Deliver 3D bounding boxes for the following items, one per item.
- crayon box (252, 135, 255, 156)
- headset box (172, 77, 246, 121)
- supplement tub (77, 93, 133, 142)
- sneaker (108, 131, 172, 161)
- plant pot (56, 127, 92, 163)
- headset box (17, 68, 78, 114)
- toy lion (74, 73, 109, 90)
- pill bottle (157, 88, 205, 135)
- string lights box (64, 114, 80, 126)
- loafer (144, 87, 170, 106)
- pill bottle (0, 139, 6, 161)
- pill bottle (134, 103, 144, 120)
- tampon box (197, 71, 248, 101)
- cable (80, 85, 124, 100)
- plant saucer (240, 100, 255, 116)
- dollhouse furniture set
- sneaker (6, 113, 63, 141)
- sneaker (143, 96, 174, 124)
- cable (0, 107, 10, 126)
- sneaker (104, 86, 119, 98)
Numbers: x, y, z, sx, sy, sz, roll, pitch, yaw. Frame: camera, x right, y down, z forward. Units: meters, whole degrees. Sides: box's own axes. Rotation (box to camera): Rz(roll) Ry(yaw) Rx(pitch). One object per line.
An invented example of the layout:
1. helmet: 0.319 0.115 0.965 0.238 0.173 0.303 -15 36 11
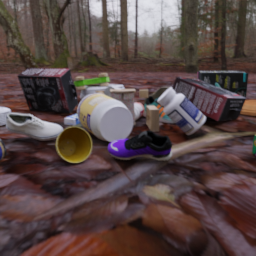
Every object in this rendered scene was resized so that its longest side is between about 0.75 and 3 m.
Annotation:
1. crayon box: 4.397 0.590 7.158 1.946 0.567 1.156 0 14 1
2. headset box: 3.467 -1.203 11.873 2.731 1.055 2.032 31 24 36
3. supplement tub: -0.770 -0.347 9.179 1.352 1.352 1.859 -7 19 -27
4. sneaker: 0.304 0.375 7.139 1.671 0.831 0.581 1 50 1
5. plant pot: -1.489 0.475 7.298 0.924 0.924 0.656 -8 -6 -30
6. headset box: -3.693 -1.795 13.447 2.598 1.934 1.003 3 36 17
7. toy lion: -2.209 -2.806 17.075 2.269 0.779 2.175 -11 10 -18
8. pill bottle: 1.788 -0.591 9.576 1.599 0.888 0.888 44 14 -6
9. string lights box: -2.160 -0.329 11.418 0.460 0.264 0.895 8 16 22
10. loafer: 1.662 -1.466 13.964 0.734 0.814 2.151 8 -13 -34
11. pill bottle: -3.522 0.677 6.465 0.701 0.701 1.253 5 20 20
12. pill bottle: 0.228 -0.660 11.913 0.671 0.671 1.225 4 15 17
13. tampon box: 5.142 -2.209 15.599 2.453 1.838 1.549 2 14 7
14. cable: -1.560 -2.140 17.167 2.747 0.951 2.746 -2 14 -8
15. plant saucer: 6.426 -0.988 13.469 2.529 0.473 2.529 -3 13 1
16. dollhouse furniture set: -0.297 -0.671 10.456 2.760 1.431 1.222 -1 13 -4
17. sneaker: -3.019 -0.058 8.963 1.829 0.648 0.668 7 50 -5
18. sneaker: 1.566 -0.798 11.801 0.874 0.978 2.449 -11 19 -41
19. cable: -5.603 -0.460 11.208 1.788 0.619 1.787 -10 17 -34
20. sneaker: -0.495 -1.302 12.895 1.196 1.135 2.971 -3 5 -24
